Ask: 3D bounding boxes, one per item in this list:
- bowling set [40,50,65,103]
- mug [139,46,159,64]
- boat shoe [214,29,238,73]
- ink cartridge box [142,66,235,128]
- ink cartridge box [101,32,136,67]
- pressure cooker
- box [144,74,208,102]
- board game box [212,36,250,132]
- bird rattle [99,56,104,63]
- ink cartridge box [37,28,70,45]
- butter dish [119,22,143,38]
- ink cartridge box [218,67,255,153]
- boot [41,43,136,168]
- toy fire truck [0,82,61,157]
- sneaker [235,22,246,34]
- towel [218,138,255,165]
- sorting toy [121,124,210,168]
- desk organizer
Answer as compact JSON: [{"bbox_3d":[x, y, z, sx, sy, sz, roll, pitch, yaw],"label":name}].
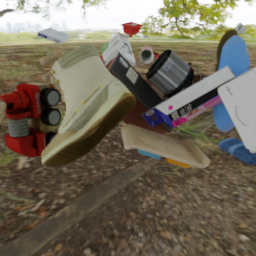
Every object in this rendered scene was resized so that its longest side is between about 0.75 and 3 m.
[{"bbox_3d":[-2.795,-2.007,11.460,1.139,2.122,1.477,-35,16,-30],"label":"bowling set"},{"bbox_3d":[0.860,-3.102,11.918,0.805,0.605,0.907,31,27,-13],"label":"mug"},{"bbox_3d":[3.562,-2.510,10.060,0.682,1.909,0.627,17,17,34],"label":"boat shoe"},{"bbox_3d":[1.594,-0.620,7.288,2.397,1.135,0.444,-27,67,9],"label":"ink cartridge box"},{"bbox_3d":[-0.415,-2.907,11.349,0.636,1.105,1.514,19,47,-44],"label":"ink cartridge box"},{"bbox_3d":[1.259,-1.486,8.092,1.247,1.096,1.114,37,38,-11],"label":"pressure cooker"},{"bbox_3d":[1.779,-1.384,10.187,2.462,0.923,1.233,5,7,40],"label":"box"},{"bbox_3d":[3.103,-1.203,8.042,0.529,2.717,2.147,3,24,-2],"label":"board game box"},{"bbox_3d":[-1.394,-2.207,10.631,0.971,1.192,0.671,-20,48,-42],"label":"bird rattle"},{"bbox_3d":[-2.479,-3.094,9.401,0.827,0.182,0.843,19,30,1],"label":"ink cartridge box"},{"bbox_3d":[0.122,-3.962,11.393,0.771,0.572,0.773,25,39,30],"label":"butter dish"},{"bbox_3d":[2.891,-0.537,5.748,1.982,1.432,0.839,-23,-5,-42],"label":"ink cartridge box"},{"bbox_3d":[-1.366,-0.528,6.813,2.097,2.712,0.977,55,14,23],"label":"boot"},{"bbox_3d":[-3.035,-0.079,7.869,1.548,2.118,2.406,14,21,33],"label":"toy fire truck"},{"bbox_3d":[4.571,-3.966,11.665,0.441,0.767,0.288,17,35,-25],"label":"sneaker"},{"bbox_3d":[4.451,0.867,11.071,0.937,0.407,1.678,-13,27,-25],"label":"towel"},{"bbox_3d":[0.782,0.447,6.758,1.901,0.347,1.760,13,13,-8],"label":"sorting toy"},{"bbox_3d":[0.151,-0.807,8.368,1.016,2.640,0.947,-28,28,37],"label":"desk organizer"}]
